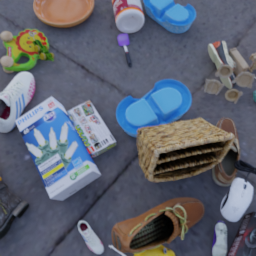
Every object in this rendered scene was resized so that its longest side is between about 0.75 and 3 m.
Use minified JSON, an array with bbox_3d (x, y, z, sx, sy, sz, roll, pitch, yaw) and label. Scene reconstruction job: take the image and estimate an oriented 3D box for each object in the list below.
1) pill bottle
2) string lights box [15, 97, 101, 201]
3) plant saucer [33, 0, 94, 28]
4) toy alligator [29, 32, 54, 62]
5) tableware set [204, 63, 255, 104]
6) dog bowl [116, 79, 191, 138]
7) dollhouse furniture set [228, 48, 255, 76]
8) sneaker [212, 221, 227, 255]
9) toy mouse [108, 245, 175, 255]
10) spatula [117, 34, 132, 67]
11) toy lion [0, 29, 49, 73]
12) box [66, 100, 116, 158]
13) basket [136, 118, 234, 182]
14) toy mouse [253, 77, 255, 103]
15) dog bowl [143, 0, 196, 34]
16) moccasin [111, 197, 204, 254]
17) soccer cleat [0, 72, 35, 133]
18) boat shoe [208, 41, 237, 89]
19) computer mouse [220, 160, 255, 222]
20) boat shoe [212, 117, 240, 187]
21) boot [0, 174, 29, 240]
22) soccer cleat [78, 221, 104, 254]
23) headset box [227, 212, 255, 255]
[{"bbox_3d":[-0.057,-5.012,11.451,1.139,1.139,2.079,-8,64,-4],"label":"pill bottle"},{"bbox_3d":[-2.218,0.619,8.750,1.478,0.848,2.875,-34,68,1],"label":"string lights box"},{"bbox_3d":[-2.698,-5.162,11.901,2.535,0.474,2.535,0,63,0],"label":"plant saucer"},{"bbox_3d":[-3.331,-2.991,10.621,1.544,0.371,0.512,53,38,12],"label":"toy alligator"},{"bbox_3d":[3.486,-1.529,9.725,1.534,1.282,0.178,21,41,-1],"label":"tableware set"},{"bbox_3d":[0.875,-0.611,9.569,2.660,0.659,1.483,-28,67,-10],"label":"dog bowl"},{"bbox_3d":[4.930,-2.870,10.460,2.120,1.099,0.938,-22,68,-10],"label":"dollhouse furniture set"},{"bbox_3d":[2.610,3.139,7.937,0.375,0.537,1.079,7,94,15],"label":"sneaker"},{"bbox_3d":[0.913,4.396,7.244,2.917,0.565,2.593,-1,64,0],"label":"toy mouse"},{"bbox_3d":[-0.088,-3.060,11.061,0.447,0.163,1.582,-11,65,-4],"label":"spatula"},{"bbox_3d":[-3.964,-3.029,10.837,1.724,0.618,1.799,-4,70,-14],"label":"toy lion"},{"bbox_3d":[-1.297,0.025,9.481,1.025,0.323,1.862,-28,68,-13],"label":"box"},{"bbox_3d":[1.557,0.829,7.999,2.324,1.659,1.731,-10,21,-14],"label":"basket"},{"bbox_3d":[5.243,-1.066,9.971,1.998,0.387,1.776,18,66,8],"label":"toy mouse"},{"bbox_3d":[1.675,-4.841,11.676,1.346,0.599,2.415,-41,70,-18],"label":"dog bowl"},{"bbox_3d":[0.995,2.540,7.435,2.891,1.116,1.058,-3,88,-32],"label":"moccasin"},{"bbox_3d":[-3.903,-1.050,9.579,0.878,1.086,2.515,9,64,5],"label":"soccer cleat"},{"bbox_3d":[3.620,-2.385,10.401,0.655,0.745,2.094,-14,61,1],"label":"boat shoe"},{"bbox_3d":[3.211,1.775,7.837,0.997,0.399,1.818,31,68,6],"label":"computer mouse"},{"bbox_3d":[3.187,0.662,8.886,0.885,0.839,2.337,7,65,3],"label":"boat shoe"},{"bbox_3d":[-3.988,2.353,8.154,1.566,0.623,1.798,35,57,10],"label":"boot"},{"bbox_3d":[-1.097,3.106,7.925,0.376,0.465,1.076,-37,70,-16],"label":"soccer cleat"},{"bbox_3d":[3.576,3.475,7.612,1.369,0.711,1.840,31,67,14],"label":"headset box"}]
